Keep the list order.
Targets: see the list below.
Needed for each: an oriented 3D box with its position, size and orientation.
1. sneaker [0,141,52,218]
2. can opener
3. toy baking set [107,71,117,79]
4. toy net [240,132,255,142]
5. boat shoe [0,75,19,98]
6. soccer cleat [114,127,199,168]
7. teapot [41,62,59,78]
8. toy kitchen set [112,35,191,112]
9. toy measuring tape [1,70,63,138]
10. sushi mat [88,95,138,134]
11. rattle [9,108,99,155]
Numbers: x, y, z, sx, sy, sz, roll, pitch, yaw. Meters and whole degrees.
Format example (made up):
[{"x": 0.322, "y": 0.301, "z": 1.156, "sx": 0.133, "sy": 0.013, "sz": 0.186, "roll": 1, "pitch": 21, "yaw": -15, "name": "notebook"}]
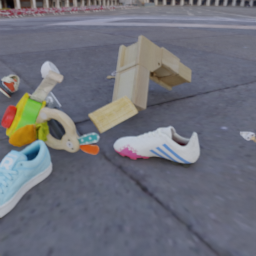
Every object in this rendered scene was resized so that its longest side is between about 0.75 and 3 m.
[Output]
[{"x": -2.485, "y": 0.967, "z": 5.744, "sx": 0.843, "sy": 0.934, "sz": 2.280, "roll": 9, "pitch": 28, "yaw": 19, "name": "sneaker"}, {"x": -2.027, "y": -0.223, "z": 8.281, "sx": 0.621, "sy": 0.778, "sz": 2.327, "roll": -41, "pitch": 54, "yaw": -1, "name": "can opener"}, {"x": -0.252, "y": -2.599, "z": 13.500, "sx": 1.480, "sy": 0.172, "sz": 1.136, "roll": -32, "pitch": 38, "yaw": -11, "name": "toy baking set"}, {"x": 3.345, "y": 0.301, "z": 7.163, "sx": 0.945, "sy": 0.496, "sz": 0.183, "roll": 18, "pitch": 64, "yaw": -1, "name": "toy net"}, {"x": -4.623, "y": -1.685, "z": 10.943, "sx": 0.623, "sy": 0.708, "sz": 1.990, "roll": -38, "pitch": 23, "yaw": -2, "name": "boat shoe"}, {"x": 0.693, "y": 0.333, "z": 7.018, "sx": 2.174, "sy": 0.939, "sz": 0.760, "roll": 7, "pitch": 27, "yaw": 15, "name": "soccer cleat"}, {"x": -3.721, "y": -2.545, "z": 13.090, "sx": 0.718, "sy": 0.970, "sz": 0.983, "roll": -33, "pitch": -1, "yaw": 11, "name": "teapot"}, {"x": 0.549, "y": -1.375, "z": 10.437, "sx": 2.798, "sy": 2.524, "sz": 2.283, "roll": 21, "pitch": -22, "yaw": -39, "name": "toy kitchen set"}, {"x": -2.514, "y": -0.342, "z": 7.205, "sx": 1.094, "sy": 1.094, "sz": 2.974, "roll": -29, "pitch": -1, "yaw": -45, "name": "toy measuring tape"}, {"x": -0.415, "y": -0.408, "z": 8.114, "sx": 1.363, "sy": 0.082, "sz": 0.652, "roll": -30, "pitch": 79, "yaw": -23, "name": "sushi mat"}, {"x": -1.596, "y": 0.307, "z": 6.449, "sx": 1.659, "sy": 1.080, "sz": 1.185, "roll": 36, "pitch": 16, "yaw": 5, "name": "rattle"}]
